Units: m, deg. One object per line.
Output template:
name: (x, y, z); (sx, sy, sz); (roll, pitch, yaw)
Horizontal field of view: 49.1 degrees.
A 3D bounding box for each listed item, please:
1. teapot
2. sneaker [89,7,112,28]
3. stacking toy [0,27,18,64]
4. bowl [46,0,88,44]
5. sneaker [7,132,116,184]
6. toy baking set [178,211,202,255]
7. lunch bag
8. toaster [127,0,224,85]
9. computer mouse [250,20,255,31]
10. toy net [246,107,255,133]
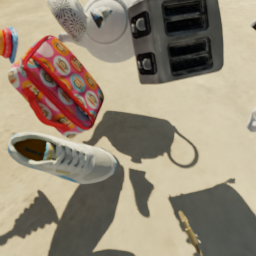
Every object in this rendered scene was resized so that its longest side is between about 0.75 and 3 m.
teapot: (-0.562, -3.550, 9.600); (2.630, 2.665, 1.946); (27, 8, 8)
sneaker: (-0.724, -3.184, 7.847); (0.608, 0.526, 1.403); (-24, 28, 2)
stacking toy: (-3.603, -2.189, 7.091); (1.447, 0.794, 0.840); (-3, 46, -36)
bowl: (-1.661, -3.376, 8.380); (0.713, 1.520, 1.520); (-31, 39, 12)
sneaker: (-1.372, 0.666, 5.934); (2.310, 0.933, 0.884); (11, 76, -8)
toy baking set: (0.958, 1.576, 4.149); (0.091, 0.597, 0.778); (-27, 80, 10)
lunch bag: (-1.796, -0.950, 7.189); (0.993, 2.424, 2.135); (-24, 32, 31)
toaster: (1.263, -2.218, 7.109); (2.244, 2.029, 1.332); (-13, 15, -13)
computer mouse: (4.099, -2.993, 7.567); (1.384, 0.554, 2.524); (-27, 4, 11)
toy net: (2.403, -0.381, 4.644); (1.265, 0.664, 0.244); (-34, 21, -25)
